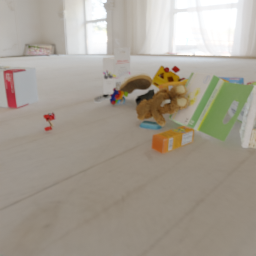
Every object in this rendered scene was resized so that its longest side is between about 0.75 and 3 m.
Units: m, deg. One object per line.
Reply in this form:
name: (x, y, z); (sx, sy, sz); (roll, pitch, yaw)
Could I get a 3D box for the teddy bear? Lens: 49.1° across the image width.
teddy bear: (1.295, -0.817, 10.246); (0.693, 2.076, 1.505); (25, 35, -51)

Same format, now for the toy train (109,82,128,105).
toy train: (-0.324, -1.631, 13.215); (0.752, 1.300, 0.550); (3, 53, -29)

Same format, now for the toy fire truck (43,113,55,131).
toy fire truck: (-2.795, -0.222, 10.015); (0.203, 0.588, 0.834); (-15, 6, 9)

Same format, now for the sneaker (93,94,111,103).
sneaker: (-1.170, -1.360, 12.425); (0.779, 0.291, 0.320); (-18, -20, -4)

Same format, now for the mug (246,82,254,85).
mug: (5.913, -1.596, 13.084); (1.723, 1.295, 1.941); (8, 16, 3)

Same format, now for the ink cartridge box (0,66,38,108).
ink cartridge box: (-5.979, -2.058, 13.689); (2.418, 1.749, 1.757); (5, 19, 16)

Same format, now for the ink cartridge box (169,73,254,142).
ink cartridge box: (2.624, -0.819, 9.431); (0.647, 1.962, 2.697); (26, 3, -22)

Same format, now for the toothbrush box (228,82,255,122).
toothbrush box: (5.246, -1.081, 10.761); (2.316, 0.997, 1.686); (-26, 24, -5)

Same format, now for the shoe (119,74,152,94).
shoe: (0.341, -2.280, 13.605); (0.988, 0.754, 2.826); (23, -12, -23)

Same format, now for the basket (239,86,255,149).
basket: (4.331, -0.308, 8.637); (1.380, 1.700, 1.716); (11, 20, 16)

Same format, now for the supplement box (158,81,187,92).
supplement box: (2.499, -1.582, 12.002); (0.813, 0.841, 2.444); (-21, 15, -38)

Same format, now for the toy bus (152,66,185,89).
toy bus: (2.324, -2.417, 15.669); (2.225, 2.099, 1.150); (18, 69, 45)

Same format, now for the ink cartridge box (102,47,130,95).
ink cartridge box: (-0.644, -3.243, 15.906); (0.874, 2.578, 1.484); (15, 23, 35)

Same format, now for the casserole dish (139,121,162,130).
casserole dish: (0.836, -0.112, 10.377); (0.871, 0.169, 0.528); (9, 19, 24)

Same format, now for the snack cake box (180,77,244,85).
snack cake box: (3.792, -1.773, 13.407); (2.878, 0.967, 1.655); (13, 31, 44)

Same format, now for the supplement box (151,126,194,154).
supplement box: (1.391, 0.331, 8.556); (1.472, 0.506, 0.490); (-13, 25, -41)

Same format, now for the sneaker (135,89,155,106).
sneaker: (0.823, -1.374, 13.314); (0.913, 0.764, 2.012); (-2, 17, 9)
